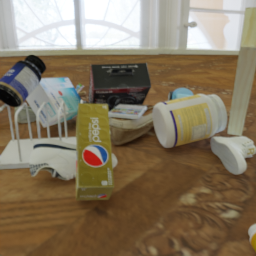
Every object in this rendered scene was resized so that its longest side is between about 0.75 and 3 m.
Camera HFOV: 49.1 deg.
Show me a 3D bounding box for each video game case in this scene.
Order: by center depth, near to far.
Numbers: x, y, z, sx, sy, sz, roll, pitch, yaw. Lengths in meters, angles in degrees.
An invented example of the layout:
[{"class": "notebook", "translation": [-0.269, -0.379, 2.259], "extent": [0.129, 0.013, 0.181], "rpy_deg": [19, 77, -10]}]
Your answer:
[{"class": "video game case", "translation": [-0.002, -0.522, 8.799], "extent": [0.957, 0.120, 1.337], "rpy_deg": [6, 17, 13]}]

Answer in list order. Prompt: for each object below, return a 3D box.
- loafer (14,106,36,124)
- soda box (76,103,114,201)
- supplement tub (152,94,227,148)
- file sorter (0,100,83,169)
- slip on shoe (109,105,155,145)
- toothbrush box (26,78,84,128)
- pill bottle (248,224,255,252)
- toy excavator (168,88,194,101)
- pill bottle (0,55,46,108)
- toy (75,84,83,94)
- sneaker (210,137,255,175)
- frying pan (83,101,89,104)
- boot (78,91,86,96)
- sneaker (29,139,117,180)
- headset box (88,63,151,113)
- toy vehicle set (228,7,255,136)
[{"class": "loafer", "translation": [-3.442, -0.715, 11.081], "extent": [2.045, 0.713, 0.715], "rpy_deg": [-17, 26, -38]}, {"class": "soda box", "translation": [-0.767, 0.460, 6.085], "extent": [0.709, 0.670, 2.094], "rpy_deg": [2, 53, -13]}, {"class": "supplement tub", "translation": [1.789, -0.246, 8.307], "extent": [1.859, 1.351, 1.351], "rpy_deg": [-13, 23, -10]}, {"class": "file sorter", "translation": [-2.378, 0.090, 7.871], "extent": [2.334, 1.453, 1.620], "rpy_deg": [-3, 20, -7]}, {"class": "slip on shoe", "translation": [0.402, -0.177, 9.420], "extent": [1.087, 0.866, 2.860], "rpy_deg": [13, 21, 29]}, {"class": "toothbrush box", "translation": [-2.563, -0.970, 9.998], "extent": [0.844, 1.448, 1.978], "rpy_deg": [-32, -1, 22]}, {"class": "pill bottle", "translation": [2.232, 1.896, 4.444], "extent": [0.423, 0.423, 0.774], "rpy_deg": [-2, 21, -5]}, {"class": "toy excavator", "translation": [1.997, -0.610, 10.089], "extent": [0.969, 1.886, 1.940], "rpy_deg": [8, -8, -2]}, {"class": "pill bottle", "translation": [-3.013, -1.365, 7.951], "extent": [0.836, 0.836, 1.495], "rpy_deg": [11, 55, 26]}, {"class": "toy", "translation": [-2.580, -1.505, 12.580], "extent": [1.300, 0.307, 0.748], "rpy_deg": [-47, 25, -10]}, {"class": "sneaker", "translation": [3.011, 0.634, 7.504], "extent": [1.065, 0.679, 1.842], "rpy_deg": [-4, 19, -1]}, {"class": "frying pan", "translation": [-2.149, -1.105, 12.895], "extent": [1.560, 0.254, 0.944], "rpy_deg": [-2, 21, 3]}, {"class": "boot", "translation": [-2.669, -1.781, 14.727], "extent": [0.871, 0.315, 0.724], "rpy_deg": [-7, 9, -14]}, {"class": "sneaker", "translation": [-1.288, 0.880, 6.817], "extent": [2.131, 0.858, 0.814], "rpy_deg": [10, -28, -21]}, {"class": "headset box", "translation": [-0.404, -1.380, 10.370], "extent": [2.002, 1.039, 2.690], "rpy_deg": [-5, -21, -11]}, {"class": "toy vehicle set", "translation": [3.148, -1.435, 7.645], "extent": [0.394, 2.974, 1.848], "rpy_deg": [8, 51, 19]}]
